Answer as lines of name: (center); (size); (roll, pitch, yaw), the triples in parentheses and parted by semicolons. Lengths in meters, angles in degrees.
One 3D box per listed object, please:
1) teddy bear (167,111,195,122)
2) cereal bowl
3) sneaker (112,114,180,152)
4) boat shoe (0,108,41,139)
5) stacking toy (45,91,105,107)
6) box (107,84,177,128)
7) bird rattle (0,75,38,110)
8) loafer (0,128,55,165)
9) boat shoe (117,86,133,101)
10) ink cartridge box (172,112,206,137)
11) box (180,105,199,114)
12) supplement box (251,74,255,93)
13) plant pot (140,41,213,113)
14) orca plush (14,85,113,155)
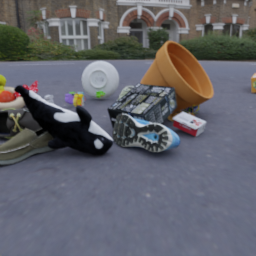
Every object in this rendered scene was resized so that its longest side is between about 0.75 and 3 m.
teddy bear: (2.134, -0.461, 11.265); (1.107, 0.369, 0.802); (9, 22, 28)
cereal bowl: (-1.542, -2.591, 15.049); (2.061, 2.061, 0.858); (1, 2, 5)
sneaker: (0.494, 0.250, 8.534); (1.121, 0.976, 2.491); (13, 5, -45)
boat shoe: (-3.577, -0.119, 8.916); (2.882, 1.027, 0.868); (-4, 6, 20)
stacking toy: (-2.572, -1.428, 13.846); (1.925, 0.600, 2.554); (2, 13, 26)
box: (0.553, -0.723, 10.208); (1.671, 0.879, 2.041); (12, 41, 35)
bird rattle: (-5.650, -1.389, 13.312); (2.871, 1.617, 2.341); (20, 37, -5)
loafer: (-2.939, 0.387, 7.788); (0.847, 0.785, 2.253); (14, 22, 38)
boat shoe: (-0.102, -1.539, 13.919); (0.941, 0.811, 2.614); (-2, 16, 5)
ink cartridge box: (2.043, -0.103, 9.591); (0.931, 0.390, 0.818); (28, 34, 30)
box: (2.567, -0.995, 12.849); (0.488, 0.448, 1.393); (-13, 22, -36)
supplement box: (8.550, -2.958, 18.100); (1.006, 0.973, 2.924); (-1, 15, 31)
plant pot: (1.883, -1.860, 11.794); (2.005, 2.864, 2.864); (-39, -8, 35)
orca plush: (-1.836, 0.001, 7.442); (1.554, 2.953, 1.050); (-27, 29, 45)
